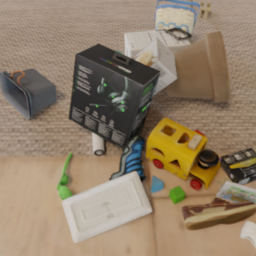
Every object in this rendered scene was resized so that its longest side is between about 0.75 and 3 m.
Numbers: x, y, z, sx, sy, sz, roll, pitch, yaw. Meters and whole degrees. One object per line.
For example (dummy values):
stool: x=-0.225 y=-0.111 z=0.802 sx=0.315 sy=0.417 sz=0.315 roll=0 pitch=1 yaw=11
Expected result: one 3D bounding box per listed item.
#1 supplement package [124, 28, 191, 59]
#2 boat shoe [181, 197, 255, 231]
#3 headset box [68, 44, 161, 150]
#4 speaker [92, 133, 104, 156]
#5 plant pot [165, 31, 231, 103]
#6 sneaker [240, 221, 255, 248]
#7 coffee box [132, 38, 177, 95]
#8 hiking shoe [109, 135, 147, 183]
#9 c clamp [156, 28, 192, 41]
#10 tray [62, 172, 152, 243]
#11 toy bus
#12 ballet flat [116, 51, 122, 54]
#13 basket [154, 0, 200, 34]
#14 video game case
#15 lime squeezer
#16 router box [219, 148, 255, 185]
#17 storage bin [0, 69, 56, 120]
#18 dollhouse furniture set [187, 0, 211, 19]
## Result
supplement package: x=1.196 y=-3.197 z=12.085 sx=2.531 sy=1.480 sz=1.485 roll=-7 pitch=46 yaw=-7
boat shoe: x=2.481 y=2.212 z=7.664 sx=2.069 sy=0.746 sz=0.744 roll=-12 pitch=49 yaw=-3
headset box: x=-0.519 y=-1.058 z=8.955 sx=2.362 sy=2.713 sz=1.259 roll=27 pitch=40 yaw=15
speaker: x=-1.016 y=0.487 z=9.468 sx=0.370 sy=0.370 sz=0.912 roll=-6 pitch=47 yaw=-5
plant pot: x=2.562 y=-2.129 z=10.741 sx=2.279 sy=2.613 sz=2.613 roll=-9 pitch=45 yaw=18
sneaker: x=3.546 y=2.972 z=7.196 sx=1.287 sy=0.484 sz=0.570 roll=24 pitch=64 yaw=29
coffee box: x=0.418 y=-1.791 z=10.118 sx=1.019 sy=2.556 sz=1.462 roll=35 pitch=39 yaw=-29
hiking shoe: x=0.172 y=1.254 z=8.505 sx=0.959 sy=0.823 sz=2.213 roll=17 pitch=61 yaw=16
c clamp: x=1.964 y=-3.891 z=11.638 sx=1.084 sy=0.172 sz=1.269 roll=-27 pitch=50 yaw=-31
tray: x=-0.596 y=2.107 z=7.577 sx=2.249 sy=0.249 sz=1.207 roll=-21 pitch=70 yaw=-5
toy bus: x=1.845 y=0.769 z=8.513 sx=2.651 sy=1.370 sz=2.502 roll=-8 pitch=48 yaw=-7
ballet flat: x=-0.610 y=-2.741 z=12.175 sx=0.706 sy=0.706 sz=1.962 roll=2 pitch=35 yaw=2
basket: x=2.289 y=-5.393 z=13.834 sx=2.166 sy=1.709 sz=2.457 roll=13 pitch=71 yaw=10
video game case: x=3.088 y=1.859 z=7.782 sx=1.012 sy=0.922 sz=0.112 roll=16 pitch=55 yaw=8
lime squeezer: x=-1.733 y=1.647 z=8.352 sx=0.832 sy=0.444 sz=2.356 roll=-19 pitch=50 yaw=-17
router box: x=3.628 y=1.204 z=8.759 sx=1.254 sy=0.327 sz=0.986 roll=-12 pitch=47 yaw=-18
storage bin: x=-3.784 y=-1.542 z=10.741 sx=2.040 sy=1.485 sz=1.370 roll=35 pitch=46 yaw=28
dollhouse furniture set: x=4.073 y=-6.936 z=15.962 sx=1.289 sy=0.857 sz=1.130 roll=14 pitch=49 yaw=13
